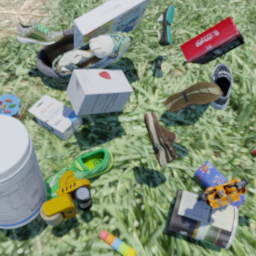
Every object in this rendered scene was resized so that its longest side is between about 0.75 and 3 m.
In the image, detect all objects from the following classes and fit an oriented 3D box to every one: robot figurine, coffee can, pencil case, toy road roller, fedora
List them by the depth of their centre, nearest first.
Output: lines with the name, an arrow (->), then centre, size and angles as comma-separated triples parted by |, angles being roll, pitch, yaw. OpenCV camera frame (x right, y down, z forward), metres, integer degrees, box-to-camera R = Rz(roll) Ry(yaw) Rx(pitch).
robot figurine -> 2.484, 1.687, 7.218 | 1.325, 1.828, 0.532 | -25, 74, 17
toy road roller -> -1.834, 1.989, 8.190 | 1.586, 0.975, 1.158 | -23, 60, -18
coffee can -> 2.317, 2.851, 8.865 | 1.855, 1.358, 1.358 | 16, 56, 11
pencil case -> 3.204, 2.039, 9.829 | 0.828, 0.744, 1.908 | -29, 60, -26
fedora -> -2.696, -3.217, 13.127 | 2.996, 1.353, 2.650 | -43, 63, -16

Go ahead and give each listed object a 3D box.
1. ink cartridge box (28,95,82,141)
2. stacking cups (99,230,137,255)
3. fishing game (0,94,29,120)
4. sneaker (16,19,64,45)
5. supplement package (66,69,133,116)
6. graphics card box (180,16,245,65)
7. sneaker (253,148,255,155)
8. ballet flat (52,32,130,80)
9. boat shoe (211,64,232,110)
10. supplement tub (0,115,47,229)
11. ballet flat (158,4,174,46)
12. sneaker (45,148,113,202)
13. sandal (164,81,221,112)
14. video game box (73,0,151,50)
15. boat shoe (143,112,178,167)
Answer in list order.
ink cartridge box -> -3.009, -0.444, 11.619 | 1.930, 0.655, 1.120 | 30, 60, 19
stacking cups -> -0.336, 3.705, 8.930 | 1.281, 0.388, 0.388 | 29, 60, 23
fishing game -> -5.376, -0.987, 12.243 | 1.900, 0.295, 1.361 | 12, 59, 8
sneaker -> -3.707, -4.008, 11.629 | 2.068, 0.916, 0.795 | 1, 41, 1
supplement package -> -0.966, -1.226, 9.404 | 1.796, 1.075, 1.089 | -9, 58, -34
graphics card box -> 2.957, -2.838, 9.527 | 1.697, 2.705, 0.688 | -27, 86, 29
sneaker -> 5.488, 1.226, 10.502 | 1.609, 0.620, 0.683 | 23, 63, 16
ballet flat -> -1.257, -2.374, 9.133 | 2.774, 1.030, 1.030 | -26, 55, 12
boat shoe -> 4.248, -2.098, 12.624 | 0.962, 0.909, 2.681 | 14, 56, 10
supplement tub -> -3.305, 1.271, 7.422 | 1.919, 2.909, 1.919 | 2, 49, -3
ballet flat -> 1.551, -4.366, 11.909 | 0.627, 0.623, 1.834 | 2, 79, 31
sneaker -> -1.853, 1.530, 9.907 | 2.862, 1.196, 1.060 | -33, 62, -20
sandal -> 1.965, -0.916, 8.582 | 1.749, 0.472, 0.702 | -19, 76, 31
video game box -> -0.691, -3.977, 10.799 | 2.993, 2.727, 0.701 | -34, 90, -11
boat shoe -> 1.041, 0.271, 8.271 | 0.800, 2.162, 0.798 | -20, 47, 2
